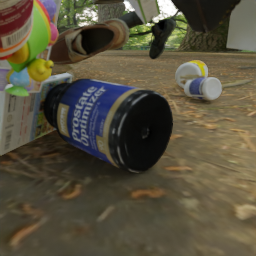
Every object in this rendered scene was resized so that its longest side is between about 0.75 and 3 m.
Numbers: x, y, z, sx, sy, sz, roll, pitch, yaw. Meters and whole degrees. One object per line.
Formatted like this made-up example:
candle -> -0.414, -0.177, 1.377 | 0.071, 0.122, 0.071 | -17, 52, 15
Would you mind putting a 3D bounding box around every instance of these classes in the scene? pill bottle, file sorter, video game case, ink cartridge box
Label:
pill bottle -> 2.901, -1.556, 11.073 | 0.842, 0.842, 1.456 | -7, 11, -21
file sorter -> 3.682, -3.216, 7.674 | 1.329, 1.915, 1.192 | 19, 37, 34
video game case -> -2.191, -0.406, 6.668 | 0.200, 1.586, 2.216 | 26, 26, 16
pill bottle -> -1.075, -1.172, 1.946 | 0.816, 0.816, 1.430 | -8, -12, -22
ink cartridge box -> 0.160, -2.618, 5.174 | 0.427, 0.748, 1.441 | -35, -13, 8
pill bottle -> -0.597, -0.210, 6.028 | 1.583, 1.583, 2.831 | -17, 25, -41
pill bottle -> 3.251, -2.708, 13.980 | 1.232, 1.232, 2.255 | 9, 20, 24

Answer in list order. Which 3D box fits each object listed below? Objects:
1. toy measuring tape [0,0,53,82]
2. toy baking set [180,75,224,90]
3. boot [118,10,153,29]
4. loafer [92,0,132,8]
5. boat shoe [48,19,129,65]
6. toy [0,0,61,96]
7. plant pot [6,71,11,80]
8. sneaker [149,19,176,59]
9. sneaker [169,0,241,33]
toy measuring tape -> -1.588, -1.588, 3.177 | 0.907, 2.466, 0.907 | -22, 30, 13
toy baking set -> 3.109, -1.914, 11.956 | 1.393, 0.211, 1.814 | 26, -12, -41
boot -> 0.149, -4.212, 10.653 | 1.458, 0.816, 2.107 | -17, 20, 13
loafer -> 0.287, -3.732, 7.600 | 2.784, 0.972, 0.974 | 11, 2, 23
boat shoe -> -1.433, -2.612, 8.581 | 2.908, 1.101, 1.044 | -14, 17, 24
toy -> -1.642, -1.640, 4.858 | 0.554, 2.345, 1.350 | 29, 19, 22
plant pot -> -5.993, -2.383, 11.422 | 1.902, 2.680, 2.680 | 37, 9, -19
sneaker -> 1.212, -3.724, 11.693 | 1.014, 1.769, 0.676 | -13, 52, -49
sneaker -> 2.355, -3.129, 6.078 | 2.853, 1.067, 1.515 | -2, -26, 40
